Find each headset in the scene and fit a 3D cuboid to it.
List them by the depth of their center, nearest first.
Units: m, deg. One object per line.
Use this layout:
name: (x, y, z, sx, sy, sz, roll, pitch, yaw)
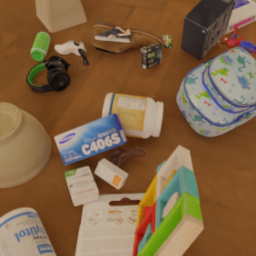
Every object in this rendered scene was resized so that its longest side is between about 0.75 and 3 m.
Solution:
headset: (-2.518, -2.068, 9.851, 2.326, 1.093, 1.436, -15, 53, 2)

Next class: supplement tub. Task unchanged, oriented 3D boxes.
supplement tub: (-2.228, 2.630, 6.106, 1.005, 1.005, 1.524, -27, 54, -20)
supplement tub: (0.130, -0.345, 8.345, 1.687, 1.220, 1.220, 8, 51, 2)

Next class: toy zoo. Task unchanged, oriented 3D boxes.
toy zoo: (0.681, 1.560, 5.558, 0.299, 1.916, 2.920, 28, 21, -4)

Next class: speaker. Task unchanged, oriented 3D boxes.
speaker: (-3.478, -3.250, 11.149, 0.583, 0.583, 1.319, 0, 51, 0)

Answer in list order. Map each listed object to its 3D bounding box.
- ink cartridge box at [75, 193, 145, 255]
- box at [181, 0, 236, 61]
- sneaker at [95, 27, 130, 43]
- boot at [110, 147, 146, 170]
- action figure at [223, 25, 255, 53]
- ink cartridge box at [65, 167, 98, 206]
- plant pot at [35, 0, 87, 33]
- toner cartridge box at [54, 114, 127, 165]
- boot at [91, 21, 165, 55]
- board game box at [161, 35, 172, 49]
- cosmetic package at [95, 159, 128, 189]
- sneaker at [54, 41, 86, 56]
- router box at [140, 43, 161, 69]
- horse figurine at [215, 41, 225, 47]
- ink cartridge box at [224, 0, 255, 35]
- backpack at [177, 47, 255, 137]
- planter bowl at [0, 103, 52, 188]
ink cartridge box: (-0.065, 2.748, 6.427, 2.218, 0.686, 2.735, -2, 33, 1)
box: (2.936, -3.852, 10.567, 1.078, 1.749, 1.735, 37, 75, 19)
sneaker: (-0.569, -3.499, 10.490, 1.330, 0.528, 0.522, 0, 17, -11)
boot: (-0.106, 0.995, 7.569, 0.986, 0.340, 1.057, 0, 42, 26)
action figure: (4.697, -3.546, 11.264, 1.657, 0.820, 0.541, 18, 53, 17)
ink cartridge box: (-1.209, 1.507, 7.277, 0.658, 0.379, 0.902, -11, 42, -19)
plant pot: (-3.068, -5.568, 12.355, 1.806, 1.599, 1.803, -26, 55, -20)
toner cartridge box: (-1.032, 0.324, 7.666, 1.815, 0.392, 0.862, -21, 88, 13)
boot: (-0.040, -3.361, 11.197, 2.932, 1.079, 1.106, 12, 83, 3)
board game box: (1.608, -3.620, 11.748, 0.441, 0.099, 0.842, 5, 51, 2)
cosmetic package: (-0.428, 1.155, 7.039, 0.757, 0.384, 0.270, 31, 26, 16)
sneaker: (-2.314, -3.233, 11.143, 1.263, 0.550, 0.471, 2, 52, 3)
router box: (0.850, -2.635, 10.240, 0.303, 0.730, 0.975, 16, 34, 35)
horse figurine: (3.585, -3.484, 11.537, 0.797, 0.199, 0.528, 7, 34, 16)
ink cartridge box: (4.926, -5.214, 12.755, 2.978, 0.552, 1.410, -29, 56, -19)
backpack: (2.808, -1.082, 8.349, 2.431, 1.787, 2.225, -30, 76, -14)
planter bowl: (-3.405, 0.286, 7.685, 2.258, 1.520, 2.258, -1, 51, 1)
